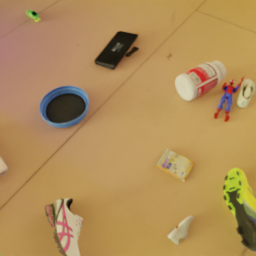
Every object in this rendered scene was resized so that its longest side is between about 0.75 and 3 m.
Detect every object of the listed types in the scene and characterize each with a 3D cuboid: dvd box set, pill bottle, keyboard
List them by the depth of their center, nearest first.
[{"bbox_3d":[1.703,1.322,10.087,1.141,0.168,0.835,27,59,18],"label":"dvd box set"},{"bbox_3d":[3.104,-2.059,11.860,2.028,1.138,1.138,-28,60,-19],"label":"pill bottle"},{"bbox_3d":[-0.350,-3.754,13.569,1.594,0.340,2.654,18,57,20],"label":"keyboard"}]

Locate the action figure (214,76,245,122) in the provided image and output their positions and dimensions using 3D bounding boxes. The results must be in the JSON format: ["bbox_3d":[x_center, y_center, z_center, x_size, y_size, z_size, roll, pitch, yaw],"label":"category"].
[{"bbox_3d":[4.160,-1.417,11.504,0.719,1.090,2.202,19,55,12],"label":"action figure"}]

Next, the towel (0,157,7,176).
[{"bbox_3d":[-5.897,1.325,9.946,2.431,0.410,2.546,-33,61,-22],"label":"towel"}]

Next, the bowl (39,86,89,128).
[{"bbox_3d":[-2.575,-0.864,11.425,2.017,0.396,2.017,-2,56,3],"label":"bowl"}]

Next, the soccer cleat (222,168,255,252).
[{"bbox_3d":[3.841,2.584,8.958,1.139,0.881,2.724,18,46,-24],"label":"soccer cleat"}]

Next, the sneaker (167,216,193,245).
[{"bbox_3d":[1.716,3.180,8.703,1.033,0.391,0.475,-39,70,-15],"label":"sneaker"}]

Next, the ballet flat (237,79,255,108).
[{"bbox_3d":[5.088,-1.577,11.882,0.627,0.627,1.748,20,57,13],"label":"ballet flat"}]

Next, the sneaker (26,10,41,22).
[{"bbox_3d":[-5.123,-6.174,15.162,0.411,0.463,1.109,-39,63,-23],"label":"sneaker"}]

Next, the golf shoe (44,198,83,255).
[{"bbox_3d":[-1.791,3.090,8.476,0.980,0.773,2.129,-22,58,-15],"label":"golf shoe"}]
